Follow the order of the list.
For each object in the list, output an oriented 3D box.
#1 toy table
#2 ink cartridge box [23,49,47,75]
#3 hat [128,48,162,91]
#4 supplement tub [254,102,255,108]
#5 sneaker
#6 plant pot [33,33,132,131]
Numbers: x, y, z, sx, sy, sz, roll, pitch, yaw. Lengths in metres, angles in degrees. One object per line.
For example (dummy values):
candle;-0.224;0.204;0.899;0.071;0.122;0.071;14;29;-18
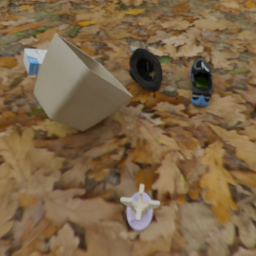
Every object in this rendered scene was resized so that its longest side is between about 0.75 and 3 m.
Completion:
toy table;0.323;2.186;7.809;1.061;0.676;1.154;-3;47;-3
ink cartridge box;-3.268;-2.679;11.516;1.782;0.605;1.026;-5;48;-31
hat;0.568;-2.388;11.892;0.811;2.010;2.010;-11;31;45
supplement tub;5.393;-0.807;10.794;0.920;0.564;0.564;35;55;29
sneaker;3.116;-2.082;11.635;0.968;1.131;2.730;8;46;6
plant pot;-1.806;-1.336;9.830;2.171;2.453;2.450;-50;55;12
